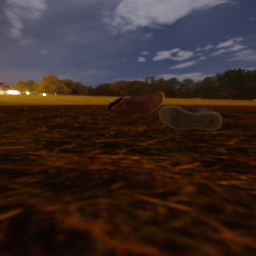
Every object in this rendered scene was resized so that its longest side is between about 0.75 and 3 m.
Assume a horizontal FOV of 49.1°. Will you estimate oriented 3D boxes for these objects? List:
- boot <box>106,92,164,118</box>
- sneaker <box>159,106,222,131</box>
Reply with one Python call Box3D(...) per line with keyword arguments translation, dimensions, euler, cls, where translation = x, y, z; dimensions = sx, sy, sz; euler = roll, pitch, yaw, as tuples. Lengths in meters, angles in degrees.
Box3D(translation=(0.405, -1.263, 14.477), dimensions=(2.537, 0.918, 2.110), euler=(-28, -22, 31), cls="boot")
Box3D(translation=(2.278, -0.359, 10.321), dimensions=(2.216, 0.847, 1.269), euler=(5, 6, 16), cls="sneaker")
